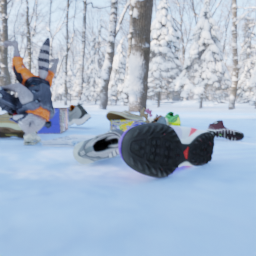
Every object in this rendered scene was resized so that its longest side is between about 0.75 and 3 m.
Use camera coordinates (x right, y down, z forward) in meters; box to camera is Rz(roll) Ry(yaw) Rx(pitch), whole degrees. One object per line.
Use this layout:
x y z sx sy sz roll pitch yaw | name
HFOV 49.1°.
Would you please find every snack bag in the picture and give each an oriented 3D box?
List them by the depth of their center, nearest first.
-1.095 0.362 7.832 1.958 0.210 1.846 2 4 21 | snack bag

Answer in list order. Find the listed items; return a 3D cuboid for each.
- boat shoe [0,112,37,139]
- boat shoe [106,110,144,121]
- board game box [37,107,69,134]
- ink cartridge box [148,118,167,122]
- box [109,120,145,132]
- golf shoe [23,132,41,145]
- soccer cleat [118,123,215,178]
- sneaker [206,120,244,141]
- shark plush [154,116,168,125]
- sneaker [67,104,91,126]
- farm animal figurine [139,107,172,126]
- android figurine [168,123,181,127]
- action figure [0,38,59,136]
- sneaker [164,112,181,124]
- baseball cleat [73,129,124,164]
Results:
-4.010 -0.168 9.242 2.280 0.868 0.817 5 -24 5 | boat shoe
-0.126 -0.463 12.734 1.863 0.672 0.605 13 45 -16 | boat shoe
-3.384 -0.321 11.370 1.634 0.993 2.050 -1 5 -4 | board game box
1.525 -0.312 15.034 1.037 0.440 0.755 2 4 -6 | ink cartridge box
-0.026 -0.065 11.430 1.418 0.497 0.456 -1 7 -16 | box
-2.753 0.187 8.047 0.429 0.532 1.095 -4 4 -13 | golf shoe
0.560 0.302 4.634 0.868 0.809 2.371 11 6 42 | soccer cleat
3.043 0.015 8.757 1.146 0.434 0.662 9 46 22 | sneaker
0.999 -0.002 9.762 0.696 0.638 1.532 -13 4 39 | shark plush
-2.755 -0.642 13.584 2.486 0.986 0.919 -9 26 47 | sneaker
1.112 -0.292 12.134 1.257 0.663 1.271 32 0 -45 | farm animal figurine
1.925 -0.156 13.949 1.283 0.264 1.168 4 4 -7 | android figurine
-2.649 -1.093 7.168 1.391 2.572 2.659 -19 -22 26 | action figure
2.352 -0.537 15.798 0.676 0.763 1.825 -4 5 -30 | sneaker
-0.305 0.320 5.463 0.873 0.572 1.640 -21 2 34 | baseball cleat
